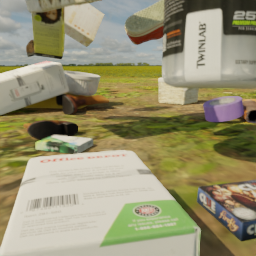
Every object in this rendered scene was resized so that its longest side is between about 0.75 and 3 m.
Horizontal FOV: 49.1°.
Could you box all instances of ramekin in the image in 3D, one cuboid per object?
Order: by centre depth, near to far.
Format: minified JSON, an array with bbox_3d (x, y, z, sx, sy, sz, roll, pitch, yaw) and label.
[{"bbox_3d":[-2.036,-1.902,11.982,1.585,0.832,1.585,8,15,-2],"label":"ramekin"}]

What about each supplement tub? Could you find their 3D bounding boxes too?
[{"bbox_3d":[1.425,-2.061,4.271,1.766,2.882,1.766,0,7,0],"label":"supplement tub"}]

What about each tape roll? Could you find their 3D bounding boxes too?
[{"bbox_3d":[2.995,-0.607,8.822,1.162,0.494,1.162,-13,16,4],"label":"tape roll"}]

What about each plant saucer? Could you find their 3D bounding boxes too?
[{"bbox_3d":[-3.012,-1.364,12.698,2.542,0.616,2.542,2,13,7],"label":"plant saucer"}]

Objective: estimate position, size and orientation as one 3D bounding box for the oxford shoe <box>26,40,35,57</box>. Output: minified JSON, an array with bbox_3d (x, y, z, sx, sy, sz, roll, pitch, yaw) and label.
[{"bbox_3d":[-3.134,-2.680,9.342,0.443,0.515,1.220,-27,24,-37],"label":"oxford shoe"}]

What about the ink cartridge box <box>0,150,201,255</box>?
[{"bbox_3d":[-0.316,0.792,2.482,1.222,0.706,1.673,-3,13,-13],"label":"ink cartridge box"}]

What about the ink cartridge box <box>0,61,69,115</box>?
[{"bbox_3d":[-4.002,-1.610,10.705,2.821,1.168,2.067,-24,25,-24],"label":"ink cartridge box"}]

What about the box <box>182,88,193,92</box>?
[{"bbox_3d":[1.749,-1.326,6.190,1.396,0.420,0.814,-23,-16,-41],"label":"box"}]

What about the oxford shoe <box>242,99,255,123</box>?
[{"bbox_3d":[3.838,-0.515,8.752,0.667,0.652,1.830,-9,15,-18],"label":"oxford shoe"}]

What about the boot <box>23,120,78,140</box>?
[{"bbox_3d":[-2.182,-0.054,6.964,1.413,0.484,1.330,9,16,39],"label":"boot"}]

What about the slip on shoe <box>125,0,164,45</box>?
[{"bbox_3d":[1.086,-3.029,7.811,2.473,0.916,0.757,-24,-21,-4],"label":"slip on shoe"}]

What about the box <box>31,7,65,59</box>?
[{"bbox_3d":[-1.963,-2.663,6.923,0.758,2.014,0.505,6,54,-8],"label":"box"}]

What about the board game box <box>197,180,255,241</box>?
[{"bbox_3d":[1.576,0.877,3.250,1.257,0.217,0.851,-3,12,-16],"label":"board game box"}]

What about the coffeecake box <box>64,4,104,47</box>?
[{"bbox_3d":[-1.634,-3.441,8.747,1.452,1.115,0.531,28,-23,-25],"label":"coffeecake box"}]

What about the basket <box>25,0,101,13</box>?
[{"bbox_3d":[-1.043,-3.207,5.607,1.285,1.412,2.082,5,31,23],"label":"basket"}]

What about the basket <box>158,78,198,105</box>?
[{"bbox_3d":[2.381,-1.782,13.193,1.487,1.206,1.500,10,15,38],"label":"basket"}]

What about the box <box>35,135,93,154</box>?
[{"bbox_3d":[-1.321,0.336,5.861,0.970,0.176,0.700,3,12,19],"label":"box"}]

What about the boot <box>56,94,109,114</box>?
[{"bbox_3d":[-1.643,-0.932,10.849,1.903,0.651,1.791,-3,11,-28],"label":"boot"}]
